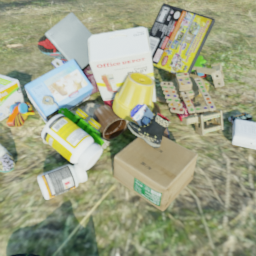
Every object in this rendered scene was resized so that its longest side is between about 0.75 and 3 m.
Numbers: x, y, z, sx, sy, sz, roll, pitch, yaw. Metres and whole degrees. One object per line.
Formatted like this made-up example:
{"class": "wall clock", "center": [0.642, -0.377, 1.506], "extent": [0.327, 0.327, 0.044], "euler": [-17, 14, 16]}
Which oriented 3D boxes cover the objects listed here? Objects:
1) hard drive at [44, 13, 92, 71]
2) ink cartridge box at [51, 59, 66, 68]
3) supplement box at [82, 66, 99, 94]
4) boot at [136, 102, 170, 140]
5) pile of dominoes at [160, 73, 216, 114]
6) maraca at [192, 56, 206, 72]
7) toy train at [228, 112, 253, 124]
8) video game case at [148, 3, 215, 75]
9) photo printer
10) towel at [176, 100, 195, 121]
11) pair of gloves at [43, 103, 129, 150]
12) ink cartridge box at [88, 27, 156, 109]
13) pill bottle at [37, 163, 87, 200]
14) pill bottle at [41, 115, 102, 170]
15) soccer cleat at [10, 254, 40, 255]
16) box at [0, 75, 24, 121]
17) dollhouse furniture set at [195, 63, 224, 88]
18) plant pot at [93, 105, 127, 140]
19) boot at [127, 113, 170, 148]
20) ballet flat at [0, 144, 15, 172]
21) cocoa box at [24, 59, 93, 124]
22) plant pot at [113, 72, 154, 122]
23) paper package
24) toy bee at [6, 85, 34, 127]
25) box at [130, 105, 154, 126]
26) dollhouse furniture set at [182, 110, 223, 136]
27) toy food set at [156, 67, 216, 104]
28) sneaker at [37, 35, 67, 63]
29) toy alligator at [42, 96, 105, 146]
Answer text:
{"class": "hard drive", "center": [-2.277, -3.665, 12.156], "extent": [1.558, 0.367, 2.233], "euler": [-41, 88, -6]}
{"class": "ink cartridge box", "center": [-2.907, -3.937, 15.099], "extent": [2.484, 0.461, 1.176], "euler": [-38, 46, -7]}
{"class": "supplement box", "center": [-2.227, -2.059, 12.615], "extent": [2.274, 0.974, 1.255], "euler": [-26, 42, -30]}
{"class": "boot", "center": [0.689, -0.216, 10.344], "extent": [1.112, 0.857, 2.294], "euler": [-6, 40, -10]}
{"class": "pile of dominoes", "center": [2.280, -1.404, 10.988], "extent": [1.703, 0.348, 2.184], "euler": [-8, 44, -1]}
{"class": "maraca", "center": [2.729, -3.275, 14.001], "extent": [2.183, 1.168, 1.497], "euler": [14, 54, 30]}
{"class": "toy train", "center": [4.382, -0.350, 10.948], "extent": [0.906, 0.386, 0.516], "euler": [-13, 26, -12]}
{"class": "video game case", "center": [2.128, -3.959, 12.710], "extent": [2.542, 2.813, 0.359], "euler": [26, 3, 19]}
{"class": "photo printer", "center": [4.486, 0.260, 10.006], "extent": [1.429, 0.496, 1.189], "euler": [11, 38, 13]}
{"class": "towel", "center": [2.271, -0.723, 11.140], "extent": [0.858, 0.621, 0.097], "euler": [-33, 6, -16]}
{"class": "pair of gloves", "center": [-1.452, -0.064, 10.447], "extent": [2.387, 0.492, 2.807], "euler": [17, 40, 21]}
{"class": "ink cartridge box", "center": [-0.148, -2.110, 10.659], "extent": [2.151, 2.964, 1.236], "euler": [-9, 59, 4]}
{"class": "pill bottle", "center": [-1.905, 1.507, 8.168], "extent": [1.291, 0.751, 0.751], "euler": [-20, 42, -23]}
{"class": "pill bottle", "center": [-1.604, 0.430, 8.092], "extent": [1.628, 0.930, 0.930], "euler": [38, 47, 10]}
{"class": "soccer cleat", "center": [-1.716, 3.069, 5.949], "extent": [2.399, 0.972, 0.810], "euler": [9, 38, 12]}
{"class": "box", "center": [-5.545, -0.984, 11.015], "extent": [1.366, 1.231, 2.429], "euler": [18, 41, 24]}
{"class": "dollhouse furniture set", "center": [3.880, -2.412, 13.386], "extent": [1.215, 0.852, 0.857], "euler": [-11, 31, 25]}
{"class": "plant pot", "center": [-0.719, -0.259, 10.115], "extent": [0.983, 0.983, 0.973], "euler": [-23, 56, -27]}
{"class": "boot", "center": [0.622, -0.096, 8.347], "extent": [1.249, 0.943, 0.451], "euler": [37, 27, 27]}
{"class": "ballet flat", "center": [-4.561, 0.681, 9.258], "extent": [2.214, 0.796, 0.796], "euler": [29, 46, 32]}
{"class": "cocoa box", "center": [-2.591, -1.344, 10.608], "extent": [2.079, 1.365, 1.387], "euler": [-35, 89, -18]}
{"class": "plant pot", "center": [0.295, -1.132, 9.817], "extent": [1.438, 1.353, 1.438], "euler": [12, 36, -9]}
{"class": "paper package", "center": [0.796, 1.174, 8.405], "extent": [1.933, 1.000, 1.843], "euler": [28, 47, 30]}
{"class": "toy bee", "center": [-4.080, -0.665, 11.027], "extent": [1.122, 0.932, 1.715], "euler": [17, 69, 30]}
{"class": "box", "center": [0.567, -0.273, 9.359], "extent": [0.639, 1.073, 0.223], "euler": [-47, 24, -15]}
{"class": "dollhouse furniture set", "center": [2.581, -0.199, 10.652], "extent": [1.475, 0.820, 1.304], "euler": [-13, 15, -16]}
{"class": "toy food set", "center": [2.606, -1.726, 12.532], "extent": [1.860, 0.541, 2.695], "euler": [22, 58, 37]}
{"class": "sneaker", "center": [-2.705, -3.664, 13.287], "extent": [2.871, 1.138, 1.371], "euler": [17, -1, 8]}
{"class": "toy alligator", "center": [-1.779, -0.199, 9.479], "extent": [2.816, 0.764, 0.835], "euler": [36, 84, 21]}
